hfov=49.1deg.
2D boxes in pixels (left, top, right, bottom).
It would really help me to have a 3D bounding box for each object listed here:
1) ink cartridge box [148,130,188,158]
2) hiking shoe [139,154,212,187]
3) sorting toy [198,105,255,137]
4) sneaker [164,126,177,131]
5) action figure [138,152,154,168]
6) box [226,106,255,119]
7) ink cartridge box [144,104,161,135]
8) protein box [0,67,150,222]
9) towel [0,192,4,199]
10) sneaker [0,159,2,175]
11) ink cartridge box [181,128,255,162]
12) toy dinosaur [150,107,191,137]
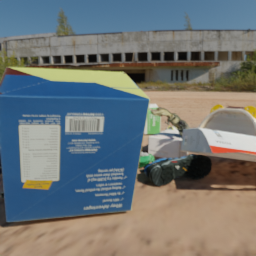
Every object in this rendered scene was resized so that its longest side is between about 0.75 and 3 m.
[{"bbox_3d":[1.370,0.477,8.644,1.029,0.594,1.409,6,12,29],"label":"ink cartridge box"},{"bbox_3d":[1.138,0.861,6.431,1.655,0.616,0.718,-4,11,-22],"label":"hiking shoe"},{"bbox_3d":[4.012,0.153,9.549,2.222,1.319,2.469,18,-4,-35],"label":"sorting toy"},{"bbox_3d":[1.690,0.138,11.142,0.410,0.360,0.968,-26,-21,30],"label":"sneaker"},{"bbox_3d":[-0.069,0.780,6.826,1.697,0.464,1.003,3,-34,-32],"label":"action figure"},{"bbox_3d":[4.566,-0.267,11.329,1.302,1.080,1.069,8,14,30],"label":"box"},{"bbox_3d":[0.099,-0.389,11.929,2.381,1.001,1.738,-1,15,-2],"label":"ink cartridge box"},{"bbox_3d":[-0.923,0.217,4.557,2.005,2.019,1.362,-1,27,-17],"label":"protein box"},{"bbox_3d":[-1.498,1.198,5.519,1.401,0.251,1.455,8,14,31],"label":"towel"},{"bbox_3d":[-2.714,0.842,6.938,1.661,0.644,0.717,9,2,4],"label":"sneaker"},{"bbox_3d":[2.731,0.405,6.247,2.275,0.672,2.842,9,-6,-9],"label":"ink cartridge box"},{"bbox_3d":[1.600,0.056,8.011,2.095,0.497,0.923,35,18,-15],"label":"toy dinosaur"}]
